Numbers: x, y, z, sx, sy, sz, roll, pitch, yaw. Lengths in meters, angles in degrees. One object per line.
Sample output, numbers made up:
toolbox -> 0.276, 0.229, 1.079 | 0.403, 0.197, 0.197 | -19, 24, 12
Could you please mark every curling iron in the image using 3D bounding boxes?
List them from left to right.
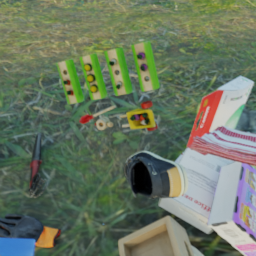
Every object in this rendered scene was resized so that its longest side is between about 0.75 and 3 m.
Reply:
curling iron -> -3.052, 1.174, 9.554 | 0.713, 0.368, 2.877 | -37, 37, 14

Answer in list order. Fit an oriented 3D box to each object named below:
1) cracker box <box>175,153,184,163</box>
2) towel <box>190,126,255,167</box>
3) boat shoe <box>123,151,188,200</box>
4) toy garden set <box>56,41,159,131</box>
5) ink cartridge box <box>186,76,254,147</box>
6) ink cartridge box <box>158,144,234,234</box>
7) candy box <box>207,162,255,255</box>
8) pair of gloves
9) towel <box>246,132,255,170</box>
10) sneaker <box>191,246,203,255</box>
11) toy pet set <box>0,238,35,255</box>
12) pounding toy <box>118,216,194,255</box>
cracker box -> 1.910, 1.260, 9.621 | 0.541, 0.233, 0.808 | 27, 48, 27
towel -> 1.922, 0.256, 4.473 | 1.324, 0.209, 1.838 | 15, 14, 30
boat shoe -> 0.326, 1.000, 5.980 | 0.753, 0.903, 2.419 | -6, 2, -21
toy garden set -> -0.507, -0.823, 7.110 | 2.582, 2.152, 0.515 | -8, 17, 21
ink cartridge box -> 2.316, -0.336, 6.996 | 0.465, 1.493, 1.855 | 33, 44, 30
ink cartridge box -> 2.145, 1.647, 8.308 | 1.676, 0.946, 2.283 | 28, 56, 16
candy box -> 3.250, 2.253, 7.141 | 2.249, 0.805, 1.887 | 40, 49, -11
pair of gloves -> -3.087, 3.333, 7.275 | 2.086, 0.290, 2.342 | 8, 42, 9
towel -> 4.023, 0.919, 9.835 | 1.924, 0.463, 1.647 | -13, 43, -13
sneaker -> 2.149, 3.747, 6.590 | 1.098, 0.827, 2.349 | 6, 23, -36
toy pet set -> -2.789, 2.465, 4.689 | 2.194, 2.350, 1.248 | 7, 59, -14
pounding toy -> 0.422, 3.616, 6.379 | 2.398, 1.097, 2.107 | -32, 39, 14
